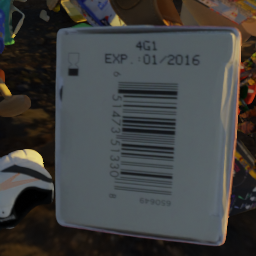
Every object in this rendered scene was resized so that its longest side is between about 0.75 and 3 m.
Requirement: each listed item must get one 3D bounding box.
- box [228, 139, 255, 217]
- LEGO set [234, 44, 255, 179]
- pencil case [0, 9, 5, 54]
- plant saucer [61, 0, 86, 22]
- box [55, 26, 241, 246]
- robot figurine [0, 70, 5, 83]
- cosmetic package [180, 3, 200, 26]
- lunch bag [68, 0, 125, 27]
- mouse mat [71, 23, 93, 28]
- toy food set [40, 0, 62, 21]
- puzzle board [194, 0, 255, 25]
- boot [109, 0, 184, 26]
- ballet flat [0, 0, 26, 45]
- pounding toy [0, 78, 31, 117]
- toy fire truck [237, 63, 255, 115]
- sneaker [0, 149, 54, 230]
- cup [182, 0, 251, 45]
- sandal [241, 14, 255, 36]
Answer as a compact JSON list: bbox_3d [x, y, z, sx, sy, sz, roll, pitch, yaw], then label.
[{"bbox_3d":[1.531,1.100,5.490,1.878,0.996,1.148,-13,45,-12],"label":"box"},{"bbox_3d":[1.806,-0.064,3.794,1.139,1.511,1.965,-17,86,-35],"label":"LEGO set"},{"bbox_3d":[-3.158,-2.285,6.429,0.633,0.569,1.458,23,34,-40],"label":"pencil case"},{"bbox_3d":[-1.918,-5.289,12.518,1.855,0.449,1.855,-16,46,-17],"label":"plant saucer"},{"bbox_3d":[0.315,-0.064,3.096,1.308,1.535,2.400,3,7,12],"label":"box"},{"bbox_3d":[-4.483,-1.703,8.397,1.246,1.010,1.733,-21,47,-14],"label":"robot figurine"},{"bbox_3d":[2.534,-3.992,9.691,1.328,2.487,1.122,14,46,14],"label":"cosmetic package"},{"bbox_3d":[-0.463,-3.877,7.476,2.453,1.966,0.927,-52,44,-1],"label":"lunch bag"},{"bbox_3d":[-1.789,-3.933,11.404,1.343,0.051,1.081,32,52,30],"label":"mouse mat"},{"bbox_3d":[-1.678,-3.397,6.869,0.331,1.648,1.138,14,20,-32],"label":"toy food set"},{"bbox_3d":[1.451,-1.992,4.098,1.228,0.925,0.107,22,74,-15],"label":"puzzle board"},{"bbox_3d":[0.647,-1.999,5.310,0.963,2.613,2.021,-16,-7,31],"label":"boot"},{"bbox_3d":[-3.077,-3.237,7.328,0.767,2.178,0.733,10,17,-21],"label":"ballet flat"},{"bbox_3d":[-2.543,-0.487,3.761,1.266,2.214,1.270,-28,64,14],"label":"pounding toy"},{"bbox_3d":[2.372,-1.389,7.893,2.517,1.411,2.114,20,35,19],"label":"toy fire truck"},{"bbox_3d":[-2.745,1.470,5.065,2.977,1.097,1.191,-30,53,-27],"label":"sneaker"},{"bbox_3d":[2.243,-3.332,6.448,1.797,2.513,2.513,25,46,-3],"label":"cup"},{"bbox_3d":[1.892,-2.253,4.463,0.702,2.133,0.782,-39,56,-15],"label":"sandal"}]
